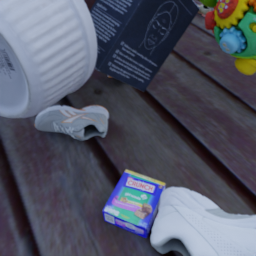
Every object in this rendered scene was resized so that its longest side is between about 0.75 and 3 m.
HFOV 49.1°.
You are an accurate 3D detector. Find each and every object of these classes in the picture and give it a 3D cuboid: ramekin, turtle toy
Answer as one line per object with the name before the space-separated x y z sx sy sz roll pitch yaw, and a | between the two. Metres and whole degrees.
ramekin | -2.135 -1.505 4.921 2.852 2.852 1.497 19 47 18
turtle toy | 2.440 -2.612 6.101 1.393 2.009 2.756 9 44 -27

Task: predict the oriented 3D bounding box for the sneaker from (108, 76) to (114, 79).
sneaker | -0.057 -2.202 9.474 0.706 0.715 1.827 21 53 7

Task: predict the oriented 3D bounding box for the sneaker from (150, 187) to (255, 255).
sneaker | 1.737 2.202 4.814 2.958 1.152 1.470 14 52 26

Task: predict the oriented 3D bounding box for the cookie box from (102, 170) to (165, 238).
cookie box | 0.151 1.530 5.815 0.958 0.421 1.120 16 46 18

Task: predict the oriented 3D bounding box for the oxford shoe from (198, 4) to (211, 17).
oxford shoe | 3.425 -5.512 12.914 0.427 0.446 1.208 -21 49 -20

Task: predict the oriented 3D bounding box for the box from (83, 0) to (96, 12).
box | -1.188 -4.268 7.940 2.369 2.884 2.393 -7 8 -32

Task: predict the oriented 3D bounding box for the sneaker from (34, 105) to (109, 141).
sneaker | -1.457 -0.067 7.256 1.948 0.737 0.896 -6 49 -4

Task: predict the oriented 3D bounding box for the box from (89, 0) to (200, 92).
box | 0.172 -2.259 6.276 1.250 2.335 1.733 45 17 33
